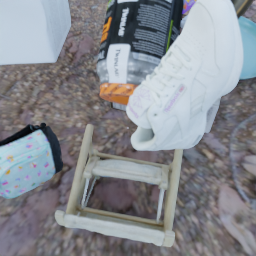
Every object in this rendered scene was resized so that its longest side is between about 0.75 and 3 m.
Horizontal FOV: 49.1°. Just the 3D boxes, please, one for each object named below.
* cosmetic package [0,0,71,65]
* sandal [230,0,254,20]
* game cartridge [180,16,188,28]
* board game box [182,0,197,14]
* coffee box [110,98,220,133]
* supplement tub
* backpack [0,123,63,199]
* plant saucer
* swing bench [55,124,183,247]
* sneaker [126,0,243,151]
[{"bbox_3d":[-2.659,-2.942,6.539,2.073,2.086,2.492,-2,38,0],"label":"cosmetic package"},{"bbox_3d":[1.623,-2.340,5.415,0.725,2.655,1.085,29,56,-16],"label":"sandal"},{"bbox_3d":[3.083,-4.035,10.490,1.388,0.421,2.082,36,60,29],"label":"game cartridge"},{"bbox_3d":[2.130,-3.849,7.680,1.026,1.526,0.342,-43,101,-19],"label":"board game box"},{"bbox_3d":[1.065,-1.120,7.705,2.802,1.117,1.602,16,53,12],"label":"coffee box"},{"bbox_3d":[0.242,-1.808,5.860,1.592,1.592,2.598,9,84,7],"label":"supplement tub"},{"bbox_3d":[-1.482,0.499,3.999,1.034,0.863,0.655,-25,39,-30],"label":"backpack"},{"bbox_3d":[3.229,-2.659,9.153,2.954,0.405,2.954,2,60,-3],"label":"plant saucer"},{"bbox_3d":[-0.065,1.242,5.761,2.084,1.359,2.095,9,58,7],"label":"swing bench"},{"bbox_3d":[0.723,-0.557,4.094,1.328,2.667,0.998,-9,45,-22],"label":"sneaker"}]
